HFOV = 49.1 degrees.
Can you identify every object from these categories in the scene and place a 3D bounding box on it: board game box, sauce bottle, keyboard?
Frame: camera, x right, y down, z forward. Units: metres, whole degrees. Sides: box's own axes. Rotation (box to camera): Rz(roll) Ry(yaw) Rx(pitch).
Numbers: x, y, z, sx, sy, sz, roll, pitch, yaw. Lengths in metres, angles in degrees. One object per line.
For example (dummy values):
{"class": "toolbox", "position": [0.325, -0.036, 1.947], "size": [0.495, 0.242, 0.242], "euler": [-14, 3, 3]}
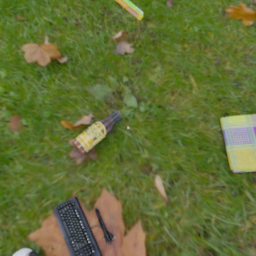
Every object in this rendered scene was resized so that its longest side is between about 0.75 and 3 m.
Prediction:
{"class": "board game box", "position": [-0.126, -4.198, 9.345], "size": [1.480, 0.222, 0.707], "euler": [36, 28, -18]}
{"class": "sauce bottle", "position": [-1.080, 0.108, 10.111], "size": [1.990, 0.657, 0.657], "euler": [-43, 73, -16]}
{"class": "keyboard", "position": [-1.352, 3.299, 8.989], "size": [1.473, 0.239, 2.318], "euler": [-26, 70, -10]}

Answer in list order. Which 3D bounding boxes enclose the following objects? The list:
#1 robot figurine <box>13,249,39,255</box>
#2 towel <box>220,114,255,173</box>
{"class": "robot figurine", "position": [-2.902, 4.221, 8.279], "size": [1.344, 0.838, 1.009], "euler": [39, 69, 15]}
{"class": "towel", "position": [4.250, 0.566, 10.133], "size": [1.563, 0.248, 2.176], "euler": [-5, 67, -1]}
